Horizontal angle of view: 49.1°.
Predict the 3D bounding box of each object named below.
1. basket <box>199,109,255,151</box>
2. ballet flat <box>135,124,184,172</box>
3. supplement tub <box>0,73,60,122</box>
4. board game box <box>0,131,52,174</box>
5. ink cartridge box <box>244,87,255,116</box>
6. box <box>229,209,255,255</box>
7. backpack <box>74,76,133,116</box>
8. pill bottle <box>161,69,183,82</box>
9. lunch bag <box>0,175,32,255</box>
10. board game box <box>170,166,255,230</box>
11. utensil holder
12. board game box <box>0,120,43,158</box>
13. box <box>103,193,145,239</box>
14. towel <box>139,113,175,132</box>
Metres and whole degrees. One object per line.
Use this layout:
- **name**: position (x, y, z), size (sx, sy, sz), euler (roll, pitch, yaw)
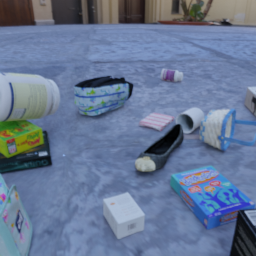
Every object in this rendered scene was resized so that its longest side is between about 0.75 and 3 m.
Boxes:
- **basket**: position (3.150, 0.045, 8.614), size (1.638, 1.139, 1.444), euler (8, 26, 36)
- **ballet flat**: position (0.906, 0.553, 8.092), size (0.810, 0.692, 2.437), euler (15, 29, 28)
- **supplement tub**: position (-3.110, -0.897, 8.227), size (1.353, 1.353, 1.866), euler (20, 16, 35)
- **board game box**: position (-3.549, 0.735, 8.114), size (2.505, 0.353, 1.694), euler (-8, 27, -15)
- **ink cartridge box**: position (5.671, -0.938, 11.027), size (1.436, 0.829, 1.979), euler (1, 26, 2)
- **box**: position (2.187, 2.205, 4.049), size (0.681, 1.218, 1.726), euler (-2, 26, -7)
- **backpack**: position (-1.146, -1.348, 11.267), size (1.836, 1.730, 2.251), euler (15, 9, 27)
- **pill bottle**: position (2.389, -2.837, 15.248), size (1.117, 0.627, 0.627), euler (11, 28, 22)
- **lunch bag**: position (-2.402, 1.620, 5.128), size (0.945, 1.321, 1.550), euler (-29, 36, -34)
- **board game box**: position (1.875, 1.523, 6.463), size (1.199, 0.355, 1.577), euler (-10, 27, -19)
- **utensil holder**: position (2.182, -0.279, 9.822), size (0.728, 0.728, 0.857), euler (19, 29, 34)
- **board game box**: position (-3.662, 0.088, 8.435), size (2.216, 0.528, 1.126), euler (21, 33, 38)
- **box**: position (-0.105, 1.796, 5.809), size (0.600, 0.419, 0.788), euler (-10, 27, -24)
- **towel**: position (1.072, -0.243, 10.387), size (0.922, 0.188, 1.260), euler (15, 27, 28)
